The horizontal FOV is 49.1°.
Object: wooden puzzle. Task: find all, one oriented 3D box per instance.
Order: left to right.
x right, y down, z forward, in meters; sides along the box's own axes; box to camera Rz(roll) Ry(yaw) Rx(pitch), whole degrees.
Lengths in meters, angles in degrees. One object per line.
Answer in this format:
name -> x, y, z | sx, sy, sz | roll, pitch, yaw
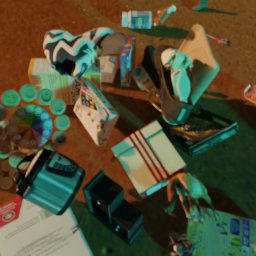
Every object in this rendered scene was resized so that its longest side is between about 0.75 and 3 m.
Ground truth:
wooden puzzle -> 1.985, -1.760, 9.092 | 0.477, 2.370, 2.562 | 15, 42, -17

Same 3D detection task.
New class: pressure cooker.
pressure cooker -> -1.808, 1.143, 6.206 | 1.397, 1.229, 1.248 | 32, 65, -11

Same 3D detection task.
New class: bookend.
bookend -> -0.318, 2.130, 7.355 | 1.570, 1.560, 0.723 | 33, 59, 21

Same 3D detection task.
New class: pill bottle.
pill bottle -> 0.396, -5.144, 13.327 | 1.359, 0.773, 0.773 | 1, 53, 1

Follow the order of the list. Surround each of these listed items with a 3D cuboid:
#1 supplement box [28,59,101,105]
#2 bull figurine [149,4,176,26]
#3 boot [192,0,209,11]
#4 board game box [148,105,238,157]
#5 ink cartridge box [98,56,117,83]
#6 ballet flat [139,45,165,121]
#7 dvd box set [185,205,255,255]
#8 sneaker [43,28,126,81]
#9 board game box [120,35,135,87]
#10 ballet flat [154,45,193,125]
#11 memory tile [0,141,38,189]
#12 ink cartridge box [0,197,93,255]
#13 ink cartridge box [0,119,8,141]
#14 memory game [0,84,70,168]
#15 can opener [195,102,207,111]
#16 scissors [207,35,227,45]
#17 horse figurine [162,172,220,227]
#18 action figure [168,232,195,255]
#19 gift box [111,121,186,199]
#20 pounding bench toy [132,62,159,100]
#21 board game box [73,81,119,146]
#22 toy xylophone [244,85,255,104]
supplement box -> -2.181, -1.636, 10.100 | 2.408, 1.517, 0.885 | -2, 49, -5
bull figurine -> 1.188, -3.833, 9.536 | 0.621, 0.333, 1.023 | -1, 41, 53
boot -> 3.695, -6.353, 14.377 | 0.842, 0.550, 0.285 | -13, 54, -9
board game box -> 1.953, -0.063, 8.946 | 1.707, 0.355, 2.524 | -25, 27, -13
ink cartridge box -> -1.220, -2.442, 11.400 | 1.394, 0.590, 1.007 | 9, 53, 5
ballet flat -> 0.869, -1.390, 8.690 | 0.932, 0.927, 2.725 | -34, 59, 22
dvd box set -> 2.525, 2.972, 7.472 | 1.984, 0.292, 1.451 | 12, 50, 9
sneaker -> -1.300, -2.267, 9.093 | 2.790, 1.114, 1.815 | 0, 59, -16
board game box -> 0.009, -2.115, 8.790 | 0.265, 1.042, 1.540 | 5, 41, 6
ballet flat -> 1.352, -1.452, 7.723 | 0.969, 0.975, 2.851 | 4, 60, -16
memory tile -> -3.666, 1.048, 8.817 | 1.177, 0.129, 1.536 | 36, 70, 13
ink cartridge box -> -2.098, 2.920, 7.050 | 1.844, 1.070, 2.555 | -25, 57, -18
ink cartridge box -> -5.634, 0.347, 9.274 | 2.673, 0.670, 2.168 | 15, 54, 8
memory game -> -2.683, -0.016, 7.764 | 2.376, 2.376, 0.151 | -43, 32, -27
can opener -> 2.730, -0.428, 10.002 | 0.414, 0.328, 1.245 | 4, 45, -31
scissors -> 4.027, -4.111, 12.978 | 1.176, 0.082, 0.430 | 22, 58, 14
horse figurine -> 1.634, 1.744, 7.352 | 0.597, 2.392, 1.585 | -33, 56, 26
action figure -> 1.475, 3.249, 6.869 | 0.546, 1.025, 1.575 | -26, 70, -24
gift box -> 0.490, 0.955, 8.111 | 1.678, 1.818, 1.698 | -29, 71, -9
pounding bench toy -> 0.856, -1.681, 10.075 | 0.873, 1.096, 1.405 | -32, 87, 17
board game box -> -1.081, -0.492, 8.963 | 0.333, 1.213, 1.922 | -1, 39, -40
toy xylophone -> 5.041, -1.206, 10.644 | 1.247, 0.313, 0.913 | 27, 57, 19
